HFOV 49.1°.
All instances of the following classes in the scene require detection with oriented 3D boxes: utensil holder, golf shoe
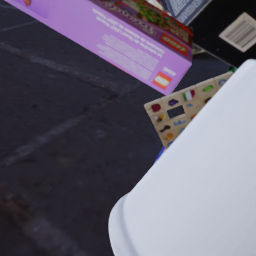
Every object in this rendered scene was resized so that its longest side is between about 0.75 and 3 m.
[{"bbox_3d":[0.807,0.483,1.983,1.276,1.501,1.276,35,16,-11],"label":"utensil holder"},{"bbox_3d":[0.896,-3.535,8.615,1.342,0.614,0.505,42,23,-13],"label":"golf shoe"}]

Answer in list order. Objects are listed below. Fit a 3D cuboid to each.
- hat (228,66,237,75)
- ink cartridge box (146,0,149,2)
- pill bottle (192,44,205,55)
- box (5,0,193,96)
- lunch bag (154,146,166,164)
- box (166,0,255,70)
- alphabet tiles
[{"bbox_3d":[4.506,-2.842,9.204,1.976,2.100,2.386,14,32,24],"label":"hat"},{"bbox_3d":[-0.280,-4.293,7.451,1.970,0.582,2.460,-1,71,32],"label":"ink cartridge box"},{"bbox_3d":[2.654,-3.522,11.174,1.934,1.125,1.125,-21,40,-27],"label":"pill bottle"},{"bbox_3d":[-0.370,-1.618,3.757,2.660,0.520,1.820,30,33,-5],"label":"box"},{"bbox_3d":[1.146,0.678,5.736,0.989,0.618,1.314,21,49,23],"label":"lunch bag"},{"bbox_3d":[2.266,-2.996,6.506,2.655,1.636,2.633,16,50,-33],"label":"box"},{"bbox_3d":[0.659,-0.066,2.695,0.777,0.930,0.035,-20,49,10],"label":"alphabet tiles"}]
